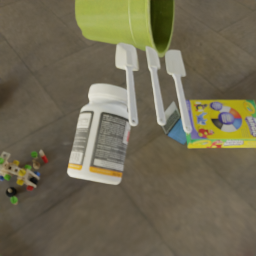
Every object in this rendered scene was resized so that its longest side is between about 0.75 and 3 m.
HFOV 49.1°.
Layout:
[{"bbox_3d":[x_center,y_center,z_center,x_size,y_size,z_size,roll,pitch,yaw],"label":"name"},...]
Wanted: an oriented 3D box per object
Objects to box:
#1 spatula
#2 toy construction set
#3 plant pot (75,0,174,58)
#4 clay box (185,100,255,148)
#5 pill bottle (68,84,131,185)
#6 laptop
[{"bbox_3d":[0.552,-0.945,6.085,1.623,0.187,2.334,6,58,-16],"label":"spatula"},{"bbox_3d":[-3.230,1.146,8.329,1.317,1.214,1.579,39,63,23],"label":"toy construction set"},{"bbox_3d":[-0.133,-3.612,8.724,2.587,2.724,2.724,7,54,23],"label":"plant pot"},{"bbox_3d":[3.374,-0.154,9.535,2.830,0.674,1.626,-1,57,-1],"label":"clay box"},{"bbox_3d":[-0.630,0.172,6.915,1.323,1.323,2.273,10,79,7],"label":"pill bottle"},{"bbox_3d":[1.715,-0.181,9.614,0.634,1.093,1.024,7,47,46],"label":"laptop"}]
